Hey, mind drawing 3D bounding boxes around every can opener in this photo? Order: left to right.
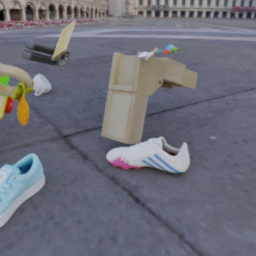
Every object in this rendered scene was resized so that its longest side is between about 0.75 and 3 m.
[{"bbox_3d":[-2.630,-2.362,8.922,0.778,0.621,2.327,26,13,16],"label":"can opener"}]

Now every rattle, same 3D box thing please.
[{"bbox_3d":[-2.975,-0.894,6.221,1.080,1.185,1.659,2,-21,31],"label":"rattle"}]

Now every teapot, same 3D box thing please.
[{"bbox_3d":[-4.166,-1.974,13.207,0.718,0.970,0.983,-34,-2,8],"label":"teapot"}]

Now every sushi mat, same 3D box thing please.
[{"bbox_3d":[-1.928,-2.648,8.443,0.652,0.082,1.363,-20,49,37],"label":"sushi mat"}]

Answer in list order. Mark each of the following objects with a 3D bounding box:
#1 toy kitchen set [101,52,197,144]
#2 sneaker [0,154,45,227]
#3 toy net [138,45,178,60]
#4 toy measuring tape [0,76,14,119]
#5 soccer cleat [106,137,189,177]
[{"bbox_3d":[0.344,-0.923,9.055,2.798,2.524,2.283,5,6,-45],"label":"toy kitchen set"},{"bbox_3d":[-2.642,1.262,5.793,0.843,0.934,2.280,7,25,17],"label":"sneaker"},{"bbox_3d":[0.733,-1.805,6.871,0.945,0.183,0.496,-17,35,3],"label":"toy net"},{"bbox_3d":[-3.756,-0.278,7.615,1.094,1.094,2.974,1,65,3],"label":"toy measuring tape"},{"bbox_3d":[0.493,0.608,7.229,2.174,0.939,0.760,6,25,14],"label":"soccer cleat"}]
